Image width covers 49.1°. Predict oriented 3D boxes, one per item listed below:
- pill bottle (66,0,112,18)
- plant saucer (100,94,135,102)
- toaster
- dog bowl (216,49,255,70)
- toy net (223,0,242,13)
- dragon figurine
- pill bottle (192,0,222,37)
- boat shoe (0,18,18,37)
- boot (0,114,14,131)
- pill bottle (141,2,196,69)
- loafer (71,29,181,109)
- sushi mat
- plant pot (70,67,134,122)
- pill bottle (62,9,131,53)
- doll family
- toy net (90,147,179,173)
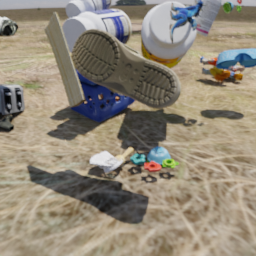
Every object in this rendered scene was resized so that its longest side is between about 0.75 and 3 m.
[{"bbox_3d":[-1.413,-4.427,10.046,0.956,0.956,1.722,16,46,30],"label":"pill bottle"},{"bbox_3d":[-0.264,-1.711,13.020,2.086,0.337,2.086,1,27,0],"label":"plant saucer"},{"bbox_3d":[-5.048,-1.096,10.553,1.815,1.077,1.641,5,10,8],"label":"toaster"},{"bbox_3d":[4.120,-2.557,10.390,1.690,0.419,0.942,-3,-9,7],"label":"dog bowl"},{"bbox_3d":[3.284,-4.273,8.898,0.240,1.243,0.652,-30,39,-10],"label":"toy net"},{"bbox_3d":[1.459,-2.708,6.919,0.852,0.504,1.714,5,46,11],"label":"dragon figurine"},{"bbox_3d":[2.584,-3.997,9.452,0.898,1.584,0.898,18,23,-8],"label":"pill bottle"},{"bbox_3d":[-3.836,-3.185,8.893,0.505,0.560,1.585,17,25,-17],"label":"boat shoe"},{"bbox_3d":[-4.229,-0.145,9.961,0.642,0.359,0.928,18,29,6],"label":"boot"},{"bbox_3d":[1.224,-2.881,9.004,1.627,1.627,2.978,1,2,3],"label":"pill bottle"},{"bbox_3d":[-0.085,-1.178,6.027,2.885,1.092,0.985,37,7,27],"label":"loafer"},{"bbox_3d":[-1.453,-1.462,6.347,0.122,2.011,0.962,-18,0,-31],"label":"sushi mat"},{"bbox_3d":[-1.153,-1.647,10.933,2.032,1.826,2.031,25,45,39],"label":"plant pot"},{"bbox_3d":[-1.001,-3.150,9.251,1.344,1.344,2.322,15,30,28],"label":"pill bottle"},{"bbox_3d":[5.106,-2.917,14.868,2.772,1.249,1.721,3,13,-37],"label":"doll family"},{"bbox_3d":[0.127,0.984,7.516,2.265,0.437,1.188,-6,30,-9],"label":"toy net"}]
